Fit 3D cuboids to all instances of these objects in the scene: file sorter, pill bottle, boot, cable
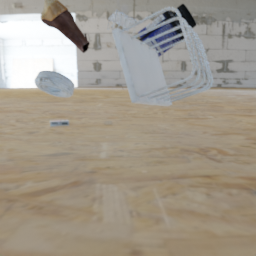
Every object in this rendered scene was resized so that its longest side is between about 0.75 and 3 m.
[{"bbox_3d":[1.099,-1.708,7.399,1.641,1.829,2.636,-17,-5,25],"label":"file sorter"},{"bbox_3d":[1.262,-3.291,9.716,2.030,1.135,1.135,-33,3,16],"label":"pill bottle"},{"bbox_3d":[-0.215,-3.378,9.249,0.802,0.499,0.556,16,-17,-29],"label":"file sorter"},{"bbox_3d":[-2.198,-3.399,9.888,0.835,1.920,2.308,-39,11,-8],"label":"boot"},{"bbox_3d":[-2.695,-1.576,10.246,1.451,0.502,1.451,22,-17,-36],"label":"cable"}]

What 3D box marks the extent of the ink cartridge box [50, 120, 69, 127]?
[{"bbox_3d":[-3.019,-0.261,12.243,0.779,0.273,0.958,-3,16,-16],"label":"ink cartridge box"}]
